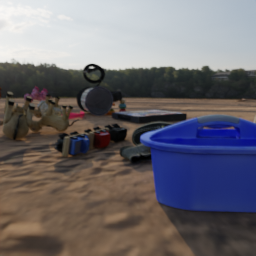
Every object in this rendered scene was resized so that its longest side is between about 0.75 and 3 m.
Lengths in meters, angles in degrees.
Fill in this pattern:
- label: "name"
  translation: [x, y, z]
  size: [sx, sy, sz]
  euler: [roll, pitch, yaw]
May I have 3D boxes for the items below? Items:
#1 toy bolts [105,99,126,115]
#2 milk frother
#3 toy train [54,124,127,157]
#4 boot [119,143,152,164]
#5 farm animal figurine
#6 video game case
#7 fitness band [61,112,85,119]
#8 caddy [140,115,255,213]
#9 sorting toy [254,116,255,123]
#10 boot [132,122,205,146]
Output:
- label: "toy bolts"
  translation: [-0.733, -1.241, 16.052]
  size: [1.280, 0.888, 1.223]
  euler: [1, 8, 6]
- label: "milk frother"
  translation: [-1.860, -2.210, 15.734]
  size: [2.367, 2.623, 2.467]
  euler: [-33, 18, -14]
- label: "toy train"
  translation: [-0.758, 0.272, 6.903]
  size: [0.631, 0.470, 2.755]
  euler: [17, 14, 25]
- label: "boot"
  translation: [0.357, 0.519, 5.712]
  size: [0.970, 0.328, 0.633]
  euler: [-13, 18, -27]
- label: "farm animal figurine"
  translation: [-3.182, -0.387, 9.009]
  size: [2.243, 1.397, 2.778]
  euler: [25, 15, 25]
- label: "video game case"
  translation: [0.944, -0.557, 13.123]
  size: [2.655, 0.339, 2.400]
  euler: [-5, 10, -30]
- label: "fitness band"
  translation: [-2.732, -0.610, 13.895]
  size: [1.086, 0.283, 1.513]
  euler: [-5, 8, -17]
- label: "caddy"
  translation: [1.201, 0.360, 3.829]
  size: [2.073, 1.088, 1.465]
  euler: [1, 9, 3]
- label: "sorting toy"
  translation: [5.068, -0.175, 10.407]
  size: [0.686, 0.407, 0.762]
  euler: [14, 13, 19]
- label: "boot"
  translation: [0.875, 0.296, 5.916]
  size: [1.804, 0.651, 1.362]
  euler: [1, 10, 10]
